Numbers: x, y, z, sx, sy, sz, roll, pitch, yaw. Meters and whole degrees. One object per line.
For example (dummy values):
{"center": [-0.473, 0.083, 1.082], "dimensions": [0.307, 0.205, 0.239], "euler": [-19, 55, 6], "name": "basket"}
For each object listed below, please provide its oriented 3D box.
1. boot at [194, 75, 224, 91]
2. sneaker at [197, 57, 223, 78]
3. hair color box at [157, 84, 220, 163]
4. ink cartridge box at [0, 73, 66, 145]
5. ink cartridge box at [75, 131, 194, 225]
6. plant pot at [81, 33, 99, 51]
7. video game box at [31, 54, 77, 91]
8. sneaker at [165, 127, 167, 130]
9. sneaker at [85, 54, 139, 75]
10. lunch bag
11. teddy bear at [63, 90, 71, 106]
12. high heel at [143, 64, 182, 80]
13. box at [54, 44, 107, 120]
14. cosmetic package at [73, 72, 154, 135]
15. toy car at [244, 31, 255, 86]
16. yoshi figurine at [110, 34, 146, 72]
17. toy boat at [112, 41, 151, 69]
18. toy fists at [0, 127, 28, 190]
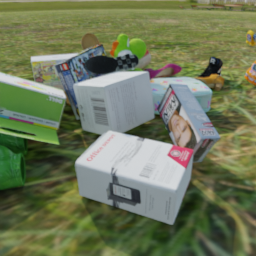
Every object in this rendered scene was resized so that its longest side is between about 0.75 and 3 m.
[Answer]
{"center": [3.614, -2.127, 12.579], "dimensions": [1.327, 0.467, 0.950], "euler": [20, 45, 11], "name": "boot"}
{"center": [3.835, -2.787, 13.280], "dimensions": [0.713, 1.092, 1.951], "euler": [22, 35, 35], "name": "sneaker"}
{"center": [1.547, -0.166, 7.611], "dimensions": [0.617, 1.007, 2.035], "euler": [-1, 48, -24], "name": "hair color box"}
{"center": [-2.925, -0.634, 8.016], "dimensions": [2.157, 1.105, 2.918], "euler": [14, 11, -21], "name": "ink cartridge box"}
{"center": [0.181, 1.002, 6.372], "dimensions": [2.238, 0.933, 1.626], "euler": [12, 30, 21], "name": "ink cartridge box"}
{"center": [-1.587, -3.474, 11.638], "dimensions": [0.907, 0.907, 0.125], "euler": [-24, 19, -38], "name": "plant pot"}
{"center": [-2.802, -2.069, 11.201], "dimensions": [1.868, 1.702, 0.437], "euler": [-8, 47, -16], "name": "video game box"}
{"center": [1.531, 0.076, 8.482], "dimensions": [0.790, 0.303, 0.440], "euler": [26, -1, 1], "name": "sneaker"}
{"center": [-0.608, -2.193, 10.076], "dimensions": [1.874, 0.694, 0.829], "euler": [-6, -4, -14], "name": "sneaker"}
{"center": [1.719, -1.151, 10.380], "dimensions": [2.443, 0.942, 1.959], "euler": [-4, 28, -8], "name": "lunch bag"}
{"center": [-2.235, -1.245, 10.798], "dimensions": [0.976, 0.449, 1.346], "euler": [-24, 29, -3], "name": "teddy bear"}
{"center": [1.784, -2.603, 13.496], "dimensions": [2.002, 0.674, 0.960], "euler": [-3, 40, -18], "name": "high heel"}
{"center": [-1.405, -1.822, 10.470], "dimensions": [0.583, 2.001, 2.922], "euler": [-9, 24, 24], "name": "box"}
{"center": [-0.407, -0.832, 8.876], "dimensions": [1.899, 1.565, 1.567], "euler": [-25, 25, -39], "name": "cosmetic package"}
{"center": [5.787, -3.380, 13.106], "dimensions": [1.441, 0.977, 2.937], "euler": [-22, 54, 8], "name": "toy car"}
{"center": [0.187, -2.375, 10.932], "dimensions": [1.410, 2.508, 1.404], "euler": [15, 30, 37], "name": "yoshi figurine"}
{"center": [-0.092, -3.310, 13.090], "dimensions": [1.725, 1.728, 2.644], "euler": [-31, 9, 27], "name": "toy boat"}
{"center": [-3.317, 0.662, 7.104], "dimensions": [1.289, 0.869, 2.528], "euler": [-8, 31, -13], "name": "toy fists"}
